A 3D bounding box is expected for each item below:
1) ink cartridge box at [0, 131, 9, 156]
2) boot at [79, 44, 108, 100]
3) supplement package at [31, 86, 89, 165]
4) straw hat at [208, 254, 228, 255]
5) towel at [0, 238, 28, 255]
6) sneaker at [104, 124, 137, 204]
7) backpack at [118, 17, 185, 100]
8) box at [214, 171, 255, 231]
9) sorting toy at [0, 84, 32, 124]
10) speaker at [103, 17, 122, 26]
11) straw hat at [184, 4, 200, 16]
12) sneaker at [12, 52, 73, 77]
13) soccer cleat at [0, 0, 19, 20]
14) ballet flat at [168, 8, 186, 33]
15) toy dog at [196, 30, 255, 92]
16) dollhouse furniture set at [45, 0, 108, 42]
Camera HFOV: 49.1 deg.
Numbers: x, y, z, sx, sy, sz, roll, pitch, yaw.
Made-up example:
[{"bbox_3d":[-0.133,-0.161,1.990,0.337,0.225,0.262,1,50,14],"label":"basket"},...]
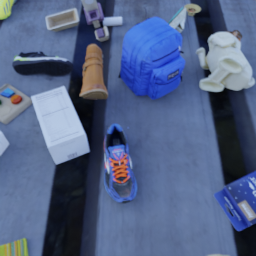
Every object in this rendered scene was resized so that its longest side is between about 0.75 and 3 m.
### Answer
[{"bbox_3d":[-5.170,0.858,9.292,1.411,0.815,1.932,20,59,13],"label":"ink cartridge box"},{"bbox_3d":[-1.144,-1.965,9.830,0.938,2.445,1.898,5,94,-8],"label":"boot"},{"bbox_3d":[-2.344,-0.124,9.696,1.271,1.224,2.234,-20,59,-13],"label":"supplement package"},{"bbox_3d":[2.169,4.412,6.817,2.465,1.043,2.465,10,53,-13],"label":"straw hat"},{"bbox_3d":[-3.675,3.689,7.823,1.699,0.153,0.731,-14,57,-9],"label":"towel"},{"bbox_3d":[-0.367,1.061,8.997,1.048,1.091,2.781,-11,57,-6],"label":"sneaker"},{"bbox_3d":[1.029,-2.607,10.502,2.129,2.621,2.199,-36,63,-22],"label":"backpack"},{"bbox_3d":[3.960,2.143,8.737,2.197,0.356,1.331,-22,59,-13],"label":"box"},{"bbox_3d":[-4.919,-0.786,10.708,1.522,0.274,2.043,33,62,20],"label":"sorting toy"},{"bbox_3d":[-0.754,-5.136,13.529,0.946,0.384,0.384,-6,57,-4],"label":"speaker"},{"bbox_3d":[3.154,-5.787,13.963,0.876,0.371,0.876,1,50,-2],"label":"straw hat"},{"bbox_3d":[-3.565,-2.846,11.683,2.591,0.929,1.073,3,57,2],"label":"sneaker"},{"bbox_3d":[-6.142,-6.301,13.939,0.756,0.978,2.337,8,57,5],"label":"soccer cleat"},{"bbox_3d":[2.078,-4.554,13.022,0.837,0.905,2.684,43,67,-6],"label":"ballet flat"},{"bbox_3d":[4.020,-2.883,11.267,2.468,1.776,2.546,10,56,-9],"label":"toy dog"},{"bbox_3d":[-2.460,-4.899,12.393,2.681,1.903,2.125,-15,74,2],"label":"dollhouse furniture set"}]
